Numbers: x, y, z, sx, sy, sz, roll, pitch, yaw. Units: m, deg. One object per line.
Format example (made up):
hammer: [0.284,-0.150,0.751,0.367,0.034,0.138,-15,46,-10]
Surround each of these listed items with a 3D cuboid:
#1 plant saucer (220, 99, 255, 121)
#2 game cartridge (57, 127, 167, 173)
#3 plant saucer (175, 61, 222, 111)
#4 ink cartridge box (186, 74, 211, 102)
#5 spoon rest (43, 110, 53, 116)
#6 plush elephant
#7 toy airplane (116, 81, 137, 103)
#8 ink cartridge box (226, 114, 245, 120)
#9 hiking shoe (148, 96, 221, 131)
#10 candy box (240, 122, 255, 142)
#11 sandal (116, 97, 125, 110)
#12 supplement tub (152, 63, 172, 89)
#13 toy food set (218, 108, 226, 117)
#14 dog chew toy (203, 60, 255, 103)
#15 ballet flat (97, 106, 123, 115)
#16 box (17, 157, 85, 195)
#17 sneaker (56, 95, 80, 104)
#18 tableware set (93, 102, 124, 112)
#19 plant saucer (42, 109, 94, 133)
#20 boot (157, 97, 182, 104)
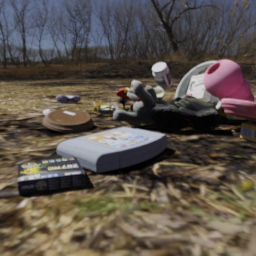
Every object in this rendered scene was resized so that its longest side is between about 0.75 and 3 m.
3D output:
plant saucer: [3.635,-0.509,8.561,1.628,0.413,1.628,13,2,0]
game cartridge: [-0.240,0.464,7.086,1.710,0.533,2.567,6,13,42]
plant saucer: [3.254,-1.459,11.795,0.685,2.730,2.730,29,-7,-37]
ink cartridge box: [3.008,-1.602,11.739,0.511,1.233,0.905,34,-24,-35]
spoon rest: [-2.912,-0.508,11.166,0.631,0.385,1.270,39,18,10]
plush elephant: [0.593,-0.864,10.516,1.999,1.647,1.548,23,20,-15]
toy airplane: [0.519,-2.008,16.065,1.950,1.382,1.958,-9,17,-31]
ink cartridge box: [4.684,-0.535,11.942,0.863,0.291,0.506,2,13,9]
hiking shoe: [1.915,-0.575,9.800,2.437,0.923,1.227,5,39,1]
candy box: [4.282,0.214,8.047,1.059,0.512,1.814,-4,11,-19]
sandal: [-0.397,-1.197,14.372,0.337,0.562,1.497,-21,16,9]
supplement tub: [1.299,-1.978,10.683,0.620,0.883,0.620,-15,45,15]
toy food set: [4.432,-0.854,12.773,0.905,0.502,1.538,-15,11,27]
dog chew toy: [3.660,-1.363,9.908,2.137,1.331,1.331,42,-1,-19]
ballet flat: [-0.784,-0.810,12.495,1.206,0.384,0.406,3,45,7]
box: [-1.513,0.903,5.456,1.197,0.294,0.964,-4,16,-19]
sneaker: [-3.628,-1.681,16.927,1.432,0.536,0.713,1,-2,-16]
tableware set: [-0.892,-0.866,13.075,1.526,0.234,1.028,4,28,-17]
plant saucer: [-2.150,-0.306,10.123,1.825,0.269,1.825,4,23,-2]
boot: [1.706,-1.023,11.718,1.093,0.435,1.327,30,-14,-16]
